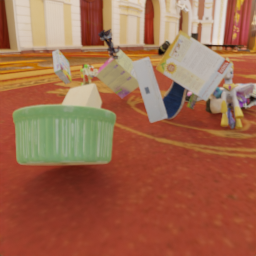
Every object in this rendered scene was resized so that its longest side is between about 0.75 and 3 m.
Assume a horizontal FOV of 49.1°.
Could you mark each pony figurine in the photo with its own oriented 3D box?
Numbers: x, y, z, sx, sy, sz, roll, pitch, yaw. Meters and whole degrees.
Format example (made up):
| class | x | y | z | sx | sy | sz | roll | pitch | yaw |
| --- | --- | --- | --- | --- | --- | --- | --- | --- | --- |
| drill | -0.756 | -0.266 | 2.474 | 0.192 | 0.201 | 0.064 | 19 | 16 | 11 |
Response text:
| class | x | y | z | sx | sy | sz | roll | pitch | yaw |
| --- | --- | --- | --- | --- | --- | --- | --- | --- | --- |
| pony figurine | 3.682 | -1.127 | 10.097 | 1.858 | 2.231 | 2.154 | -5 | -19 | 19 |

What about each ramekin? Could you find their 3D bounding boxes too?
| class | x | y | z | sx | sy | sz | roll | pitch | yaw |
| --- | --- | --- | --- | --- | --- | --- | --- | --- | --- |
| ramekin | -1.448 | 0.276 | 6.511 | 2.342 | 1.144 | 2.342 | -1 | -8 | 0 |

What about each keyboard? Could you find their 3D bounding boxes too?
| class | x | y | z | sx | sy | sz | roll | pitch | yaw |
| --- | --- | --- | --- | --- | --- | --- | --- | --- | --- |
| keyboard | 0.761 | -1.353 | 9.950 | 0.641 | 2.276 | 0.121 | -17 | -3 | 9 |

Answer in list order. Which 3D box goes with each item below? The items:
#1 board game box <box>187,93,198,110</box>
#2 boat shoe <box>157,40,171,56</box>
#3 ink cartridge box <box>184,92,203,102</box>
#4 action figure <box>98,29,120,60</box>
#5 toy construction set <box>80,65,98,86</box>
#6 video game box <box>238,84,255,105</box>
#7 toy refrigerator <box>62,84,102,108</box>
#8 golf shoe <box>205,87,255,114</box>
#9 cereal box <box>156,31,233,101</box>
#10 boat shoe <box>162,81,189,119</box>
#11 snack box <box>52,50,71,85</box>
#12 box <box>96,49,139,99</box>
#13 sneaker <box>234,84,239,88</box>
| class | x | y | z | sx | sy | sz | roll | pitch | yaw |
| --- | --- | --- | --- | --- | --- | --- | --- | --- | --- |
| board game box | 2.607 | -1.178 | 11.115 | 0.123 | 0.842 | 0.567 | 23 | 5 | 29 |
| boat shoe | 1.355 | -2.964 | 10.494 | 0.312 | 0.369 | 1.036 | -39 | 0 | -7 |
| ink cartridge box | 3.529 | -1.677 | 14.739 | 1.873 | 0.347 | 0.887 | -14 | 23 | -41 |
| action figure | -0.730 | -3.535 | 12.113 | 0.482 | 1.388 | 0.903 | -43 | 39 | -21 |
| toy construction set | -1.376 | -1.637 | 9.424 | 0.577 | 1.252 | 0.821 | 15 | 51 | -10 |
| video game box | 6.252 | -1.671 | 13.883 | 1.214 | 0.312 | 1.332 | 0 | 47 | -8 |
| toy refrigerator | -1.274 | -0.315 | 7.205 | 0.775 | 0.714 | 2.040 | -11 | 34 | 12 |
| golf shoe | 4.477 | -1.230 | 12.001 | 2.848 | 1.099 | 1.254 | -14 | 17 | -33 |
| cereal box | 2.200 | -2.072 | 9.443 | 2.074 | 1.492 | 0.410 | 33 | 19 | 0 |
| boat shoe | 2.024 | -1.410 | 11.011 | 0.830 | 2.298 | 0.832 | 30 | 26 | 19 |
| snack box | -2.518 | -2.313 | 10.653 | 0.293 | 0.786 | 1.105 | -21 | 57 | 10 |
| box | -0.362 | -2.611 | 13.804 | 1.600 | 1.819 | 0.879 | -31 | 27 | 45 |
| sneaker | 6.707 | -1.910 | 14.874 | 2.145 | 0.804 | 0.966 | -3 | 28 | 8 |
